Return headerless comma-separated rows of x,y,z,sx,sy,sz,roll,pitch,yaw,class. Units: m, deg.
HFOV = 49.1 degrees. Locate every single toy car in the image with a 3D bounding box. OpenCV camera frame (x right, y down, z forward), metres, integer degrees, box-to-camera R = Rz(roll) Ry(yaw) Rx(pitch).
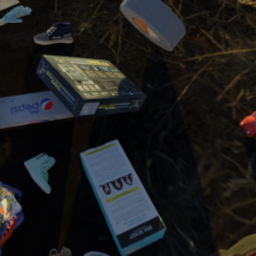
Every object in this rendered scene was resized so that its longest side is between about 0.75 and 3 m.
5.223,-0.698,9.327,2.821,0.629,2.655,10,53,7,toy car

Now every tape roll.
0.935,-4.083,10.692,2.578,2.578,0.852,43,98,27,tape roll

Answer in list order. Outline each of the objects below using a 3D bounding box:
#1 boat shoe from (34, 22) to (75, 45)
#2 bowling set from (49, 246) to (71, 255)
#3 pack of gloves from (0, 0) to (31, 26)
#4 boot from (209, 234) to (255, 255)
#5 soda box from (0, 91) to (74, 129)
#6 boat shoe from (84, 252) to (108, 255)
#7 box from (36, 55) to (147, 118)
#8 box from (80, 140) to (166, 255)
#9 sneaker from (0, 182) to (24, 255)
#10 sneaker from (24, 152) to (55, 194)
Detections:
-3.144,-4.020,11.760,1.736,0.805,0.648,-5,53,-4,boat shoe
-1.479,3.368,5.902,0.954,1.236,1.777,-22,60,-18,bowling set
-5.028,-4.129,10.709,2.447,0.483,2.055,-17,7,13,pack of gloves
2.940,3.085,6.484,2.390,0.880,0.902,-18,78,-12,boot
-3.002,-0.614,8.993,2.489,0.789,0.850,-10,85,-8,soda box
-0.044,3.547,5.978,2.550,0.791,0.918,31,59,22,boat shoe
-1.082,-1.361,8.922,2.841,0.725,2.241,-11,49,-50,box
-0.233,1.730,7.406,1.171,0.699,2.845,-20,55,-15,box
-2.951,2.168,6.540,1.027,0.986,2.618,18,24,-27,sneaker
-2.344,1.211,7.929,0.766,0.478,1.299,-35,55,-17,sneaker
